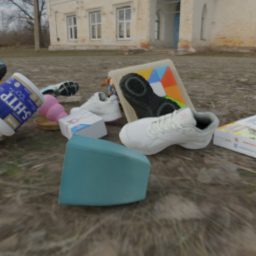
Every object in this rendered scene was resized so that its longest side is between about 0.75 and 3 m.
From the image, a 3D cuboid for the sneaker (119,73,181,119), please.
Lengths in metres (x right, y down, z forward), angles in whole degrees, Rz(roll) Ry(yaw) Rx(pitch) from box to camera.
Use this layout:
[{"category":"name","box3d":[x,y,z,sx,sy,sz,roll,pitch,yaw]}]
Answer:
[{"category":"sneaker","box3d":[0.849,-0.639,9.368,1.062,2.798,1.270,-42,-6,-10]}]

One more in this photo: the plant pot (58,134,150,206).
[{"category":"plant pot","box3d":[-0.449,0.909,5.760,1.660,1.173,1.172,10,8,-6]}]

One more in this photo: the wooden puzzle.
[{"category":"wooden puzzle","box3d":[0.960,-1.360,10.597,2.665,0.536,2.881,-15,66,-16]}]

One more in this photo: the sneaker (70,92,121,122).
[{"category":"sneaker","box3d":[-1.307,-0.833,10.995,2.339,1.165,0.876,1,18,30]}]

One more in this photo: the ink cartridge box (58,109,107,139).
[{"category":"ink cartridge box","box3d":[-1.542,-0.035,9.303,1.041,0.610,1.441,-26,28,-27]}]

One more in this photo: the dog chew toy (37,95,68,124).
[{"category":"dog chew toy","box3d":[-2.779,-0.605,10.448,1.341,0.835,0.835,42,28,6]}]

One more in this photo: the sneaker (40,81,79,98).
[{"category":"sneaker","box3d":[-3.445,-1.916,13.794,2.024,0.786,0.874,-18,30,-26]}]

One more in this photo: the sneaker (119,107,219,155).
[{"category":"sneaker","box3d":[1.201,-0.074,7.851,2.886,1.434,1.124,-7,61,-16]}]

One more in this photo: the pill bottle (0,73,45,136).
[{"category":"pill bottle","box3d":[-3.809,-0.527,8.752,1.313,1.313,2.193,21,64,47]}]

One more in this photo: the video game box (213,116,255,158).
[{"category":"video game box","box3d":[4.414,0.297,8.616,2.634,0.617,2.400,-14,20,-37]}]

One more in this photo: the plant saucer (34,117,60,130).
[{"category":"plant saucer","box3d":[-2.812,-0.192,10.619,1.419,0.251,1.419,0,17,0]}]

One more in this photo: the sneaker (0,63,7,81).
[{"category":"sneaker","box3d":[-5.083,-1.061,9.630,1.054,1.180,2.880,6,55,36]}]

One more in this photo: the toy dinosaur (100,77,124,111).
[{"category":"toy dinosaur","box3d":[-0.301,-1.609,12.098,1.417,1.883,2.774,1,16,-18]}]

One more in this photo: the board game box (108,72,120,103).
[{"category":"board game box","box3d":[-0.357,-2.179,14.595,0.441,1.545,1.578,13,22,35]}]
